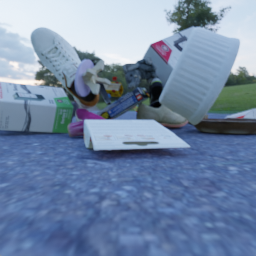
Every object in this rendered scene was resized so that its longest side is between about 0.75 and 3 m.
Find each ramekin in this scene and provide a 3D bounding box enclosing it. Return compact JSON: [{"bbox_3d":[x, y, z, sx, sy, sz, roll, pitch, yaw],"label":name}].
[{"bbox_3d":[1.926,-1.528,8.031,1.285,2.636,2.636,25,6,2],"label":"ramekin"}]

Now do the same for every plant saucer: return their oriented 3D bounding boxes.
[{"bbox_3d":[3.392,-0.079,9.225,2.690,0.431,2.690,-1,4,0],"label":"plant saucer"}]

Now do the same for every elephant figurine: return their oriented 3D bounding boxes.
[{"bbox_3d":[0.228,-1.851,9.658,1.401,0.991,1.087,-28,1,-23],"label":"elephant figurine"}]

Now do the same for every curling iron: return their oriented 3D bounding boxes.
[{"bbox_3d":[-0.808,-1.410,8.190,0.531,0.274,2.141,-20,46,1],"label":"curling iron"}]

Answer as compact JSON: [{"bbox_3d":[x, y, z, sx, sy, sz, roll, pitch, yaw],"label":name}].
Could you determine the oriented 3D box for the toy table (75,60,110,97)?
[{"bbox_3d":[-0.990,-1.366,7.669,0.611,1.043,0.959,5,1,33],"label":"toy table"}]

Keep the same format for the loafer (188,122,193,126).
[{"bbox_3d":[3.345,-1.270,12.079,0.918,2.917,1.048,34,-22,-18],"label":"loafer"}]

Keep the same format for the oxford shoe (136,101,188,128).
[{"bbox_3d":[1.392,-0.512,10.511,0.996,1.038,2.813,3,7,41],"label":"oxford shoe"}]

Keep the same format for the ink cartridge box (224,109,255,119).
[{"bbox_3d":[4.420,-0.448,11.446,1.968,0.493,1.584,4,-9,-17],"label":"ink cartridge box"}]

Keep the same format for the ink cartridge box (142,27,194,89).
[{"bbox_3d":[2.173,-2.660,11.008,2.687,1.952,1.120,-32,-15,-32],"label":"ink cartridge box"}]

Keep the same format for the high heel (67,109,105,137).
[{"bbox_3d":[-1.046,-0.226,8.304,1.092,0.767,2.277,-9,8,2],"label":"high heel"}]

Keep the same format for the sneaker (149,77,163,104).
[{"bbox_3d":[1.091,-1.358,10.704,0.567,0.655,1.582,-4,-36,-2],"label":"sneaker"}]

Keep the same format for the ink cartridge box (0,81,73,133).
[{"bbox_3d":[-3.072,-0.650,8.717,2.292,0.964,1.673,3,27,-29],"label":"ink cartridge box"}]

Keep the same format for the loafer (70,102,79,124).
[{"bbox_3d":[-2.600,-0.464,11.350,0.584,0.667,1.855,-12,24,22],"label":"loafer"}]

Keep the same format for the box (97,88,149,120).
[{"bbox_3d":[-0.079,-0.867,10.374,1.634,0.476,2.387,-30,1,12],"label":"box"}]

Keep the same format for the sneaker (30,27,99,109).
[{"bbox_3d":[-1.812,-1.886,8.457,1.066,2.929,1.240,-41,11,-9],"label":"sneaker"}]

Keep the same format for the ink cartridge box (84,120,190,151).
[{"bbox_3d":[0.039,0.276,5.536,1.688,0.522,2.082,0,16,-13],"label":"ink cartridge box"}]

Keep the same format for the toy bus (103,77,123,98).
[{"bbox_3d":[-0.657,-1.418,10.512,0.888,0.486,0.941,-29,51,-5],"label":"toy bus"}]

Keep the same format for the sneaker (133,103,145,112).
[{"bbox_3d":[0.371,-1.116,14.968,1.175,0.531,0.459,25,33,32],"label":"sneaker"}]

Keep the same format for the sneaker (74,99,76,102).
[{"bbox_3d":[-2.248,-1.303,13.660,0.868,0.334,0.369,7,-24,19],"label":"sneaker"}]

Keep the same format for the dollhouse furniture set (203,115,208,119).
[{"bbox_3d":[3.266,-0.425,13.945,1.226,0.638,1.239,16,12,30],"label":"dollhouse furniture set"}]
